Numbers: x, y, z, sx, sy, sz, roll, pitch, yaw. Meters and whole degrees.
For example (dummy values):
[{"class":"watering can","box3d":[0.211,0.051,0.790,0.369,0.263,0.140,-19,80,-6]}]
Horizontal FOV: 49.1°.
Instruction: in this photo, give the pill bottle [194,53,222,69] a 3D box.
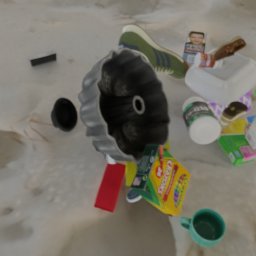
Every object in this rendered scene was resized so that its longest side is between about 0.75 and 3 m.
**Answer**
[{"class":"pill bottle","box3d":[2.611,-2.161,9.109,0.809,0.454,0.454,5,50,-9]}]

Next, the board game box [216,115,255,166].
[{"class":"board game box","box3d":[4.001,0.339,9.213,1.920,0.387,1.469,-14,52,-11]}]

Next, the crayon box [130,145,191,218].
[{"class":"crayon box","box3d":[0.897,1.312,6.633,0.449,1.770,1.123,-3,55,43]}]

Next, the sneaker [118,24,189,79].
[{"class":"sneaker","box3d":[0.839,-2.266,9.950,2.985,1.001,1.340,29,67,-26]}]

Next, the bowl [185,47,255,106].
[{"class":"bowl","box3d":[3.243,-1.947,9.705,2.120,0.791,2.117,-38,52,-14]}]

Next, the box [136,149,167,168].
[{"class":"box","box3d":[0.773,1.165,7.726,0.894,0.534,0.909,-17,71,-8]}]

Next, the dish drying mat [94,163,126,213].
[{"class":"dish drying mat","box3d":[-0.515,1.692,8.253,0.596,0.141,1.552,14,50,4]}]

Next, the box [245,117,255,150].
[{"class":"box","box3d":[3.896,-0.255,7.734,0.506,2.614,0.542,-19,57,-5]}]

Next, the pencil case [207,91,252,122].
[{"class":"pencil case","box3d":[3.217,-0.708,9.735,2.133,0.912,0.895,-17,43,-15]}]

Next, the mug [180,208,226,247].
[{"class":"mug","box3d":[1.940,2.543,7.234,0.849,0.639,1.034,-36,58,-25]}]

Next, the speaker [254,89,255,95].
[{"class":"speaker","box3d":[5.571,-0.916,9.927,0.911,0.911,2.060,-28,56,-21]}]

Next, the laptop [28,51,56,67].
[{"class":"laptop","box3d":[-3.646,-3.052,11.826,1.082,0.669,1.155,-19,53,-16]}]

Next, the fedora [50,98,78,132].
[{"class":"fedora","box3d":[-2.290,-0.413,9.631,0.555,1.214,1.214,-14,41,35]}]

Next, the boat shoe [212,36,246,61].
[{"class":"boat shoe","box3d":[3.127,-2.404,8.664,1.107,0.398,0.374,-32,54,2]}]

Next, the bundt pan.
[{"class":"bundt pan","box3d":[-0.136,-0.463,7.217,1.098,2.926,2.926,-14,40,38]}]

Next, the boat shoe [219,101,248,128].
[{"class":"boat shoe","box3d":[2.490,-0.312,6.758,1.180,0.449,0.423,-21,49,-43]}]

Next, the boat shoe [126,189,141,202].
[{"class":"boat shoe","box3d":[0.288,1.439,7.092,1.076,0.489,0.381,-40,42,11]}]

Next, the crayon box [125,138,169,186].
[{"class":"crayon box","box3d":[0.580,0.852,8.555,1.319,0.528,2.078,2,61,1]}]

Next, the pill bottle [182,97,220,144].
[{"class":"pill bottle","box3d":[1.947,-0.256,7.690,0.816,0.816,1.442,0,29,0]}]

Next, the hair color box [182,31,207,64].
[{"class":"hair color box","box3d":[2.924,-3.543,12.312,0.871,0.533,1.759,11,51,9]}]

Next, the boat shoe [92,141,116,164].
[{"class":"boat shoe","box3d":[-0.732,0.420,8.541,0.725,0.765,2.187,-5,28,-2]}]
